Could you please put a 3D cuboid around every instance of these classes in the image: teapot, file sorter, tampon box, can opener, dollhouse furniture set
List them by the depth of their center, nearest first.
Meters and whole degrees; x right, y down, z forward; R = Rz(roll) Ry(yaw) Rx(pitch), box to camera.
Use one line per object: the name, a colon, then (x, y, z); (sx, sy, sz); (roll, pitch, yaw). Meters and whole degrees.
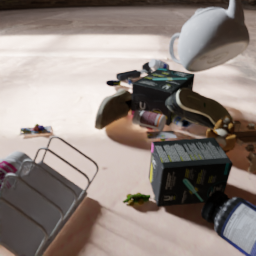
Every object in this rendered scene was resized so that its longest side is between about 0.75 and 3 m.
file sorter: (-1.861, 1.435, 6.196); (1.550, 1.391, 2.234); (34, 36, 3)
tampon box: (1.513, 1.115, 7.235); (1.751, 1.312, 1.105); (-2, 33, -9)
dollhouse furniture set: (3.790, 0.573, 8.878); (0.924, 0.789, 1.783); (-3, 34, -8)
teapot: (3.082, -3.614, 10.978); (2.906, 2.123, 2.869); (-20, -10, 7)
tampon box: (1.435, -1.340, 11.421); (1.724, 1.452, 2.300); (18, 35, 28)
can opener: (0.398, -3.117, 15.205); (2.263, 0.757, 0.604); (-17, 34, -27)

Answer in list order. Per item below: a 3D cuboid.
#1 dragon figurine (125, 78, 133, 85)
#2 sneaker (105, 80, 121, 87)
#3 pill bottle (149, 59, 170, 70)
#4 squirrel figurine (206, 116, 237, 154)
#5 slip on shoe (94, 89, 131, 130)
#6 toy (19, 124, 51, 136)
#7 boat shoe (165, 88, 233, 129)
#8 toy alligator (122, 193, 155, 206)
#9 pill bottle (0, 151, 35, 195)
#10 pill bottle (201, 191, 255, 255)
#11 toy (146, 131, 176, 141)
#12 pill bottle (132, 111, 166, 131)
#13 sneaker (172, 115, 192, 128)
dragon figurine: (0.085, -2.340, 14.372); (0.245, 0.414, 0.833); (-24, 19, -33)
sneaker: (-0.806, -2.253, 14.081); (0.939, 0.347, 0.386); (-7, 22, -45)
pill bottle: (1.413, -2.812, 12.721); (0.895, 0.518, 0.518); (14, 18, -36)
squirrel figurine: (2.959, 0.249, 8.767); (0.855, 1.208, 1.128); (8, 40, 21)
slip on shoe: (-0.402, -0.718, 10.881); (0.871, 1.093, 2.875); (18, 28, 13)
toy: (-3.402, 0.019, 10.267); (1.095, 0.259, 0.631); (-7, 29, -11)
boat shoe: (2.605, -0.506, 9.864); (2.770, 0.936, 0.995); (23, 60, -21)
toy alligator: (0.322, 1.793, 7.212); (0.956, 0.230, 0.317); (-5, 31, -12)
pill bottle: (-3.254, 1.440, 6.980); (1.079, 1.079, 1.904); (12, 32, 20)
pill bottle: (2.499, 2.109, 5.928); (0.991, 0.991, 1.772); (-23, 37, -34)
toy: (1.143, 0.311, 9.785); (0.993, 0.235, 0.572); (1, 27, -4)
pill bottle: (0.766, -0.264, 10.376); (1.142, 0.652, 0.652); (15, 33, 23)
sneaker: (2.295, -0.284, 10.632); (1.284, 0.475, 0.528); (-14, 44, -26)
